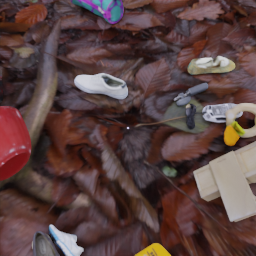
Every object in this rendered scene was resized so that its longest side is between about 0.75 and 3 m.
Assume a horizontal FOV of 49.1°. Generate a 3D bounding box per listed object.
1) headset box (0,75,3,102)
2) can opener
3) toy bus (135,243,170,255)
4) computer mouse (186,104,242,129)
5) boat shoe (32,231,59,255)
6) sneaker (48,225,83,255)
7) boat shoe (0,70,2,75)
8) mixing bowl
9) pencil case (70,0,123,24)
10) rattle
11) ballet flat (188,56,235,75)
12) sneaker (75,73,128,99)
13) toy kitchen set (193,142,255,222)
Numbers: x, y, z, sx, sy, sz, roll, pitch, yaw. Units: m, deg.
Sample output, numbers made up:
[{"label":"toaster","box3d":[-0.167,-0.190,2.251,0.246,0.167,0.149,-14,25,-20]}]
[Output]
[{"label":"headset box","box3d":[-4.197,-0.817,7.518,0.788,2.040,1.518,39,63,-10]},{"label":"can opener","box3d":[2.058,-1.051,9.032,1.263,0.337,0.422,-22,82,-15]},{"label":"toy bus","box3d":[0.944,3.367,5.469,0.834,0.693,2.130,-25,57,-18]},{"label":"computer mouse","box3d":[2.581,-0.379,8.486,1.660,0.364,0.910,-2,48,5]},{"label":"boat shoe","box3d":[-1.669,2.919,5.916,0.569,0.513,1.583,-24,57,-17]},{"label":"sneaker","box3d":[-1.407,2.532,6.347,0.992,0.372,0.430,43,57,17]},{"label":"boat shoe","box3d":[-4.677,-2.347,8.548,0.769,2.143,0.812,-20,22,-5]},{"label":"mixing bowl","box3d":[-3.168,0.566,6.887,1.096,2.024,2.024,43,63,12]},{"label":"pencil case","box3d":[-1.362,-5.295,11.694,2.418,1.029,1.117,35,47,23]},{"label":"rattle","box3d":[3.450,-0.145,7.489,1.638,1.066,1.170,-4,7,26]},{"label":"ballet flat","box3d":[2.945,-2.209,9.687,1.751,0.619,0.619,-7,54,-6]},{"label":"sneaker","box3d":[-0.877,-1.498,9.105,1.848,0.654,0.675,13,55,10]},{"label":"toy kitchen set","box3d":[2.946,1.578,6.825,1.845,1.664,1.505,-32,45,26]}]
